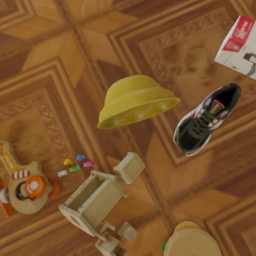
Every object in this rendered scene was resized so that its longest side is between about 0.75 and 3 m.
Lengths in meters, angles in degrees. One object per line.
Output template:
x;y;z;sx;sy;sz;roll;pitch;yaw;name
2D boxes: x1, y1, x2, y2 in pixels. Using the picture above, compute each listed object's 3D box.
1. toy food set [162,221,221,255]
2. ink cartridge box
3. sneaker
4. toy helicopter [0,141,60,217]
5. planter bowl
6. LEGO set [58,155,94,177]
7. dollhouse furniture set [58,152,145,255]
1.522;3.143;6.782;1.429;0.348;1.415;39;79;9;toy food set
3.485;-2.007;7.501;1.840;1.336;0.767;27;78;6;ink cartridge box
2.059;-0.344;7.287;0.930;1.000;2.315;36;80;10;sneaker
-2.877;1.250;7.141;1.422;0.848;2.150;-41;69;0;toy helicopter
0.132;-0.705;6.744;2.068;2.068;0.861;-16;82;-4;planter bowl
-1.423;0.932;7.283;0.969;0.398;0.370;-20;75;-4;LEGO set
-0.337;1.896;6.998;2.007;1.116;1.775;-45;117;-29;dollhouse furniture set
